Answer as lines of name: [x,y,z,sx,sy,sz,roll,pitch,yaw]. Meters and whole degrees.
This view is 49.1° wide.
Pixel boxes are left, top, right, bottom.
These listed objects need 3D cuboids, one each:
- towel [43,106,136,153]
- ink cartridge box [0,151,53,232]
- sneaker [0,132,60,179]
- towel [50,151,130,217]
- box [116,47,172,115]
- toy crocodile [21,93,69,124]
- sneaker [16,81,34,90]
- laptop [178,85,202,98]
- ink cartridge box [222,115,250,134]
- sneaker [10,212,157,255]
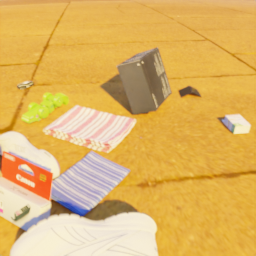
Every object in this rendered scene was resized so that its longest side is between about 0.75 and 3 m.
towel: [-1.327,-0.101,9.915,2.733,0.409,2.000,14,35,22]
ink cartridge box: [-2.498,1.481,6.437,1.683,1.461,0.366,17,18,25]
sneaker: [-3.148,0.888,7.861,2.517,0.942,1.254,21,38,29]
towel: [-1.121,1.428,7.645,1.485,0.245,2.051,22,39,29]
box: [0.684,-1.827,10.837,1.043,2.004,1.825,-8,22,32]
toy crocodile: [-3.169,-0.775,10.847,0.736,0.673,2.181,17,41,23]
sneaker: [-4.818,-1.975,13.038,0.800,0.295,0.320,-24,26,-39]
laptop: [2.743,-1.521,12.491,0.806,0.467,0.755,24,29,-16]
ink cartridge box: [3.865,-0.191,10.104,0.585,0.336,0.999,-4,31,-8]
sneaker: [-0.787,2.419,5.404,2.932,1.092,1.277,-5,38,-7]
